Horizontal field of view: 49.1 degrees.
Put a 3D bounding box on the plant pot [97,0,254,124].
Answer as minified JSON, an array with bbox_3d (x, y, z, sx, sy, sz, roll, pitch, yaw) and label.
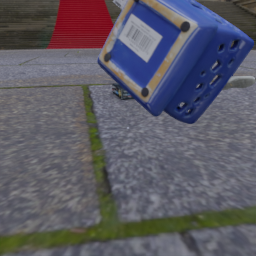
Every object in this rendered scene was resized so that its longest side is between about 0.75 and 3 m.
[{"bbox_3d":[0.560,-1.071,3.992,1.381,1.536,1.536,-4,43,-52],"label":"plant pot"}]

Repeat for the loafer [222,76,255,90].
[{"bbox_3d":[3.281,-1.408,8.498,1.116,0.390,0.389,-2,37,41],"label":"loafer"}]

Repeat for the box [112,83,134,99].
[{"bbox_3d":[0.408,-1.787,13.122,2.002,0.460,1.591,-6,20,-16],"label":"box"}]

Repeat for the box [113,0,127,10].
[{"bbox_3d":[0.529,-3.355,7.755,1.793,0.986,0.311,44,30,7],"label":"box"}]
